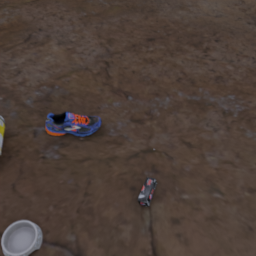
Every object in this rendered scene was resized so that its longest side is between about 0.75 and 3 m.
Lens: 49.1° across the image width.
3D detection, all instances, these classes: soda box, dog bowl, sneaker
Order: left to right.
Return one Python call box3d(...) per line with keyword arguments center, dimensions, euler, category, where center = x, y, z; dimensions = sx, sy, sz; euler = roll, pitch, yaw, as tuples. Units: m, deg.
box3d(center=(-3.346, 3.482, 8.757), dimensions=(1.240, 0.364, 1.240), euler=(0, 48, 0), category="dog bowl")
box3d(center=(-2.287, -0.206, 11.603), dimensions=(2.378, 0.933, 0.896), euler=(-5, 50, -4), category="sneaker")
box3d(center=(0.678, 2.232, 9.794), dimensions=(0.352, 0.315, 0.994), euler=(3, 47, 28), category="soda box")

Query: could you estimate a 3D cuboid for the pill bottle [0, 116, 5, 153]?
box3d(center=(-5.519, 0.572, 10.652), dimensions=(1.326, 1.326, 2.367), euler=(-7, 49, -6), category="pill bottle")
